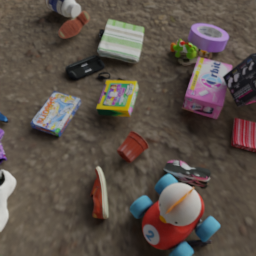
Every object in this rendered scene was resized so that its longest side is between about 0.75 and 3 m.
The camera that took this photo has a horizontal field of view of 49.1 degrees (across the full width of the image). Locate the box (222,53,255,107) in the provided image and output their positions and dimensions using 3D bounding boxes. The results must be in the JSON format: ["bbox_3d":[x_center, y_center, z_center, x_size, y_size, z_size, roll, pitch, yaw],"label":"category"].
[{"bbox_3d":[5.567,-2.029,11.337,2.648,1.750,1.519,-14,75,-26],"label":"box"}]

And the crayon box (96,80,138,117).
[{"bbox_3d":[-0.426,-1.258,11.822,1.405,0.475,1.628,5,57,16],"label":"crayon box"}]

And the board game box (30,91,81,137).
[{"bbox_3d":[-2.978,-0.619,11.680,1.295,0.330,1.913,17,56,12],"label":"board game box"}]

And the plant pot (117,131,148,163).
[{"bbox_3d":[0.119,0.756,10.420,0.928,0.928,0.903,37,70,23],"label":"plant pot"}]

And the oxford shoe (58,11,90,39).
[{"bbox_3d":[-2.940,-5.331,14.852,0.810,0.777,2.195,-5,36,51],"label":"oxford shoe"}]

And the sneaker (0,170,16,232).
[{"bbox_3d":[-4.350,2.397,9.170,0.795,0.935,2.112,1,55,-1],"label":"sneaker"}]

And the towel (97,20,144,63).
[{"bbox_3d":[-0.304,-4.433,14.302,2.070,0.426,2.775,13,52,-3],"label":"towel"}]

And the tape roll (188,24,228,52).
[{"bbox_3d":[3.995,-4.522,14.017,1.885,0.618,1.885,7,43,-7],"label":"tape roll"}]

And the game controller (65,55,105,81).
[{"bbox_3d":[-2.043,-2.867,13.329,1.810,0.381,0.944,-27,73,-17],"label":"game controller"}]

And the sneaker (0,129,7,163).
[{"bbox_3d":[-4.915,0.929,10.492,0.785,0.759,1.883,8,62,-13],"label":"sneaker"}]

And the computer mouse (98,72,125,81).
[{"bbox_3d":[-0.629,-2.112,12.812,1.787,0.304,0.524,29,86,23],"label":"computer mouse"}]

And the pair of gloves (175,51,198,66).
[{"bbox_3d":[2.907,-3.494,13.809,1.007,0.208,1.184,-7,52,-1],"label":"pair of gloves"}]

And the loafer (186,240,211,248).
[{"bbox_3d":[2.220,3.627,8.747,0.768,0.276,0.242,-4,73,5],"label":"loafer"}]

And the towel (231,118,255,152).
[{"bbox_3d":[5.157,0.366,11.056,1.988,0.224,1.438,14,55,10],"label":"towel"}]

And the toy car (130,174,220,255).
[{"bbox_3d":[1.295,2.431,8.079,2.156,2.438,2.247,-38,62,-11],"label":"toy car"}]

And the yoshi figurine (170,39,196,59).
[{"bbox_3d":[2.768,-3.750,13.654,0.852,0.855,1.521,15,15,-35],"label":"yoshi figurine"}]

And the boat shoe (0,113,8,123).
[{"bbox_3d":[-5.312,-0.429,11.584,0.874,0.300,0.368,38,71,25],"label":"boat shoe"}]

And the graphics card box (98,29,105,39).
[{"bbox_3d":[-1.089,-4.964,14.833,0.897,0.228,0.563,3,54,1],"label":"graphics card box"}]

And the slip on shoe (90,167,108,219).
[{"bbox_3d":[-1.021,2.179,9.532,0.560,0.678,1.831,-7,60,0],"label":"slip on shoe"}]

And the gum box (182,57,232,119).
[{"bbox_3d":[3.408,-1.717,12.102,1.529,0.891,2.694,17,56,11],"label":"gum box"}]

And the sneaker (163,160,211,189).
[{"bbox_3d":[2.016,1.726,9.830,1.715,0.740,0.689,15,37,37],"label":"sneaker"}]

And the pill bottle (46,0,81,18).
[{"bbox_3d":[-3.582,-6.844,15.658,1.845,1.024,1.024,32,61,19],"label":"pill bottle"}]

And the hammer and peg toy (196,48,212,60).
[{"bbox_3d":[3.815,-3.921,13.990,0.819,0.393,1.113,9,55,7],"label":"hammer and peg toy"}]
